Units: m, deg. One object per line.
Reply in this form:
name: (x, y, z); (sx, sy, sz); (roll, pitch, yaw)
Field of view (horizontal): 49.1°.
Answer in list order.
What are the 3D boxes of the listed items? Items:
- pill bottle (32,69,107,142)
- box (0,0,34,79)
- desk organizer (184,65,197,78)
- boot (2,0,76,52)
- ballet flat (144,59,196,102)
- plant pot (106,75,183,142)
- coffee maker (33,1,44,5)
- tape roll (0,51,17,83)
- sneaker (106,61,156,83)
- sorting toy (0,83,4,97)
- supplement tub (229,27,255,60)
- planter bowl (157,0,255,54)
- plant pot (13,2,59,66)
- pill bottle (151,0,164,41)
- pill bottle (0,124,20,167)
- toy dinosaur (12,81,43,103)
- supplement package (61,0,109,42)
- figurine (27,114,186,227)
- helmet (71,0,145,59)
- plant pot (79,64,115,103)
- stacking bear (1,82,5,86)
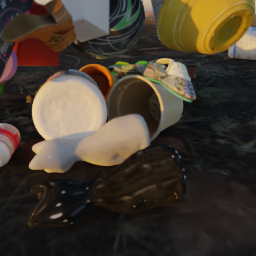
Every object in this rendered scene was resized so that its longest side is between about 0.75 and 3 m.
pill bottle: (-1.490, -0.665, 7.374); (1.654, 1.654, 2.843); (-4, 16, -10)
box: (-3.066, -2.186, 5.070); (1.702, 2.575, 1.477); (10, -17, 18)
desk organizer: (2.588, -2.739, 13.453); (1.353, 0.521, 0.485); (7, 25, 16)
boot: (-1.634, -1.797, 5.373); (1.289, 1.001, 0.494); (-36, 73, -6)
ballet flat: (0.801, -1.018, 5.389); (0.607, 0.607, 1.687); (-9, 26, -19)
plant pot: (0.599, -0.518, 7.500); (1.749, 1.749, 1.601); (18, 19, 35)
coffee maker: (-3.129, -4.145, 9.974); (0.786, 0.530, 0.755); (-1, 47, -43)
tape roll: (-3.318, -1.633, 6.808); (1.091, 1.091, 0.464); (-3, 12, -6)
sneaker: (0.040, -2.165, 11.839); (2.753, 1.074, 1.173); (11, 33, 43)
sorting toy: (-5.736, -1.060, 9.377); (2.855, 1.172, 1.715); (2, 37, -25)
supplement tub: (7.762, -5.106, 17.014); (2.885, 1.903, 1.903); (11, 27, 24)
planter bowl: (2.313, -2.840, 7.285); (2.892, 2.892, 1.205); (-14, 59, -28)
plant pot: (-3.212, -2.981, 8.398); (1.899, 1.675, 1.900); (26, 22, 20)
pill bottle: (1.252, -3.605, 8.033); (1.162, 1.997, 1.162); (-13, 9, 2)
pill bottle: (-2.922, 0.442, 6.267); (0.690, 0.690, 1.229); (-1, 25, -3)
toy dinosaur: (-3.053, -1.241, 10.033); (2.433, 0.936, 1.244); (3, 10, 23)
supplement package: (-1.113, -3.135, 6.944); (0.953, 1.591, 0.965); (-4, -8, 32)
figurine: (-0.617, 0.704, 5.385); (2.533, 1.117, 2.596); (-12, 26, -14)
helmet: (-0.763, -3.537, 9.039); (2.669, 2.545, 2.669); (-12, -1, 0)
plant pot: (-1.158, -1.513, 9.979); (1.392, 1.392, 1.275); (-1, 9, -2)
stacking bear: (-5.403, -1.765, 11.226); (0.693, 0.740, 1.219); (9, 18, 0)
